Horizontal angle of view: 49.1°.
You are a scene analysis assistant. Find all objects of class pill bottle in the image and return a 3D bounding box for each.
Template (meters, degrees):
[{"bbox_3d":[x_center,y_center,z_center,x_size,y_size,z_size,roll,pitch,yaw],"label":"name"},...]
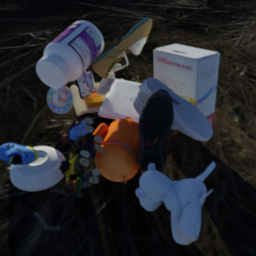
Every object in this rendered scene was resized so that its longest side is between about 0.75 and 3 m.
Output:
[{"bbox_3d":[-2.003,-2.523,9.727,1.449,1.449,2.581,14,48,18],"label":"pill bottle"}]

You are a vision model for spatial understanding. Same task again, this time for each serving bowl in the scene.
[{"bbox_3d":[-2.719,1.092,8.439,1.685,0.554,1.685,1,36,0],"label":"serving bowl"}]

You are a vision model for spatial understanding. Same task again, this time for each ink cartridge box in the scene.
[{"bbox_3d":[1.900,-1.303,9.480,1.104,2.667,1.944,-24,36,-31],"label":"ink cartridge box"}]

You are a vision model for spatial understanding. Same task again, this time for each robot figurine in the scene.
[{"bbox_3d":[-0.208,0.637,8.392,1.352,1.668,2.319,-16,30,27],"label":"robot figurine"}]

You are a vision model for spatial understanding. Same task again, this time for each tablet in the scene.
[{"bbox_3d":[-0.026,-1.130,11.209,1.758,0.184,2.701,12,40,4],"label":"tablet"}]

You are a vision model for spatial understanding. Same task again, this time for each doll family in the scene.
[{"bbox_3d":[-1.362,0.729,7.545,0.854,1.257,2.175,28,50,-28],"label":"doll family"}]

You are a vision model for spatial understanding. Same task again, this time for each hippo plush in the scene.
[{"bbox_3d":[0.904,1.676,6.377,1.516,1.886,1.502,15,50,8],"label":"hippo plush"}]

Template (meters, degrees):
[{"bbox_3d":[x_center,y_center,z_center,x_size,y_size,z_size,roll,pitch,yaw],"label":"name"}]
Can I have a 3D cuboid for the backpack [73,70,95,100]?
[{"bbox_3d":[-1.771,-1.848,11.178,0.835,1.033,1.084,-23,53,-4],"label":"backpack"}]

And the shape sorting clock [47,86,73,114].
[{"bbox_3d":[-2.617,-1.091,10.731,1.108,1.108,0.217,8,7,11],"label":"shape sorting clock"}]

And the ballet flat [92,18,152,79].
[{"bbox_3d":[-0.067,-2.667,9.726,2.636,0.831,0.905,-35,2,20],"label":"ballet flat"}]

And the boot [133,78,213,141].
[{"bbox_3d":[1.230,-0.308,8.222,2.450,1.171,0.901,44,50,11],"label":"boot"}]

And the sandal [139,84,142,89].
[{"bbox_3d":[0.744,-1.545,11.458,0.819,0.325,0.234,22,30,30],"label":"sandal"}]

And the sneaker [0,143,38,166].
[{"bbox_3d":[-3.251,0.760,7.797,1.534,0.505,0.601,3,16,29],"label":"sneaker"}]

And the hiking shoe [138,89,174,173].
[{"bbox_3d":[0.624,0.019,7.504,0.879,2.321,1.169,7,22,-5],"label":"hiking shoe"}]

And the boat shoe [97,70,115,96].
[{"bbox_3d":[-0.822,-1.731,10.885,0.481,1.308,0.437,18,58,-25],"label":"boat shoe"}]

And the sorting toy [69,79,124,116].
[{"bbox_3d":[-1.122,-1.441,11.957,2.539,0.463,2.350,-11,38,-14],"label":"sorting toy"}]

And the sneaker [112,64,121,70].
[{"bbox_3d":[-0.888,-3.150,14.327,1.001,0.384,0.557,-22,50,-17],"label":"sneaker"}]
